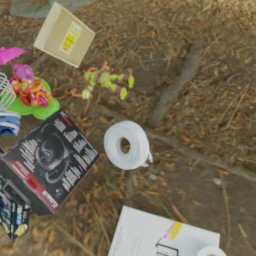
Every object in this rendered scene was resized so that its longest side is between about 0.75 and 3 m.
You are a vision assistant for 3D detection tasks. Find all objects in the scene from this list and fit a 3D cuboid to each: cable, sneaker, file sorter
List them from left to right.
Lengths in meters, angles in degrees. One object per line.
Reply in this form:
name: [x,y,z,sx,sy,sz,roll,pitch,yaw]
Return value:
sneaker: [-3.968,-0.068,7.936,1.764,0.652,0.725,-2,75,-23]
file sorter: [-4.432,-1.243,9.338,0.904,1.302,0.811,24,67,2]
cable: [-0.079,0.551,8.614,1.493,0.517,1.493,-10,93,34]

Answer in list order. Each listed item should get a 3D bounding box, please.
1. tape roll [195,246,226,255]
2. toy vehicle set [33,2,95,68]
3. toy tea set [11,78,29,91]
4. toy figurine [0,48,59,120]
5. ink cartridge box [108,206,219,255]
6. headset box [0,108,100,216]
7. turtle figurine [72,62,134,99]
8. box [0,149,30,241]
tape roll: [2.059,3.366,6.929,0.813,0.284,0.813,0,58,-1]
toy vehicle set: [-2.187,-3.204,10.090,0.331,2.500,1.553,32,97,17]
toy tea set: [-3.289,-1.382,8.537,0.458,0.285,0.770,-22,21,-5]
toy figurine: [-4.222,-1.908,11.211,2.839,2.613,2.131,33,64,18]
ink cartridge box: [0.893,3.797,8.011,2.760,2.032,1.997,14,59,8]
headset box: [-1.953,0.858,6.742,1.665,0.864,2.238,52,46,-15]
turtle figurine: [-0.639,-1.421,8.021,1.507,0.602,1.868,17,45,20]
box: [-3.553,1.716,7.878,2.271,1.805,0.522,35,34,31]
